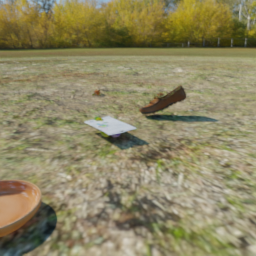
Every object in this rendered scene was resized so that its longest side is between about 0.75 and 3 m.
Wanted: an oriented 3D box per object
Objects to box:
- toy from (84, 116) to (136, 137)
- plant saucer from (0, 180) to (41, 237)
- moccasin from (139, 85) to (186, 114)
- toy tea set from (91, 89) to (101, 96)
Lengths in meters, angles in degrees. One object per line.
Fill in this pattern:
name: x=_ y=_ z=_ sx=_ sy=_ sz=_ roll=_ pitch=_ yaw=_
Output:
toy: x=-0.637 y=0.038 z=9.385 sx=1.020 sy=0.418 sz=1.772 roll=-14 pitch=25 yaw=-31
plant saucer: x=-2.461 y=1.486 z=5.105 sx=1.719 sy=0.322 sz=1.719 roll=-1 pitch=18 yaw=0
moccasin: x=1.393 y=-1.172 z=11.634 sx=2.107 sy=0.813 sz=0.771 roll=-24 pitch=7 yaw=-3
toy tea set: x=-1.746 y=-1.981 z=15.948 sx=0.509 sy=0.317 sz=0.857 roll=-26 pitch=15 yaw=17
